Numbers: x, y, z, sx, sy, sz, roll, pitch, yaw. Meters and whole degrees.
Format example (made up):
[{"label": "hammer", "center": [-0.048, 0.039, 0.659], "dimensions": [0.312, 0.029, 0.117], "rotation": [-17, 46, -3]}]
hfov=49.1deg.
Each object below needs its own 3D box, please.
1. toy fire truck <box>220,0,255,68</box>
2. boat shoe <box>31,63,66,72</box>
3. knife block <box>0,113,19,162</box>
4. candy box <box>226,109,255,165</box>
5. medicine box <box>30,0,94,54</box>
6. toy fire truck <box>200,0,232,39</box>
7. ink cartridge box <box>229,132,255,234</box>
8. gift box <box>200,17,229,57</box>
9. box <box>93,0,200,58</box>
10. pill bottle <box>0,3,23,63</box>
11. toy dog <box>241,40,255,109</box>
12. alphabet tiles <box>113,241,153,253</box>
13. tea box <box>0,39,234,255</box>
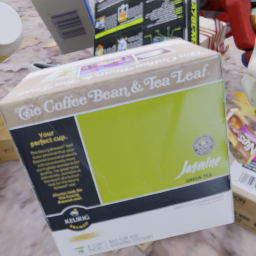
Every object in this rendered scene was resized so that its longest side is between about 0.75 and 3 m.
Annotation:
[{"label": "toy fire truck", "center": [3.104, -2.289, 6.157], "dimensions": [2.516, 2.113, 1.411], "rotation": [4, -3, -33]}, {"label": "boat shoe", "center": [-2.428, -1.941, 10.101], "dimensions": [2.280, 0.781, 0.821], "rotation": [13, 41, 15]}, {"label": "knife block", "center": [-3.849, 0.304, 7.340], "dimensions": [2.109, 0.769, 2.402], "rotation": [-6, 40, -10]}, {"label": "candy box", "center": [1.803, 0.146, 4.593], "dimensions": [0.476, 0.816, 0.230], "rotation": [-43, 12, -17]}, {"label": "medicine box", "center": [-1.965, -4.260, 8.715], "dimensions": [1.426, 2.523, 2.770], "rotation": [-13, 68, 5]}, {"label": "toy fire truck", "center": [2.538, -4.055, 8.406], "dimensions": [2.683, 2.253, 1.504], "rotation": [4, 64, -7]}, {"label": "ink cartridge box", "center": [3.169, 1.275, 6.012], "dimensions": [2.568, 0.964, 2.115], "rotation": [24, 46, 28]}, {"label": "gift box", "center": [1.733, -2.207, 7.761], "dimensions": [1.593, 1.706, 1.575], "rotation": [35, 66, 31]}, {"label": "box", "center": [0.285, -2.042, 6.196], "dimensions": [2.641, 2.551, 0.628], "rotation": [-3, -2, 42]}, {"label": "pill bottle", "center": [-3.096, -2.157, 6.456], "dimensions": [1.120, 1.120, 1.991], "rotation": [-26, 17, -29]}, {"label": "toy dog", "center": [2.805, -0.840, 4.908], "dimensions": [1.484, 2.127, 2.063], "rotation": [1, 72, 21]}, {"label": "alphabet tiles", "center": [0.109, 1.630, 6.279], "dimensions": [1.873, 0.071, 2.250], "rotation": [31, 48, 31]}, {"label": "tea box", "center": [-0.030, 0.215, 3.955], "dimensions": [2.386, 2.348, 1.595], "rotation": [-12, 24, -1]}]
